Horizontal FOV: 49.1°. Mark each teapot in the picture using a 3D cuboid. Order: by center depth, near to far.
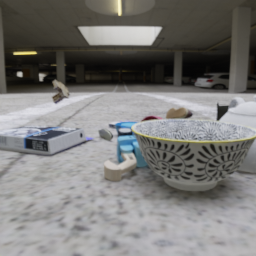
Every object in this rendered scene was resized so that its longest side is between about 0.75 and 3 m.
[{"bbox_3d":[3.813,0.040,8.362,2.779,2.030,2.743,8,13,42],"label":"teapot"}]

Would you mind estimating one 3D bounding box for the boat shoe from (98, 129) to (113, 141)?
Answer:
[{"bbox_3d":[-0.872,0.238,11.768,0.423,0.449,1.250,-9,11,-23],"label":"boat shoe"}]

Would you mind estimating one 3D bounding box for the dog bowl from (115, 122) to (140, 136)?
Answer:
[{"bbox_3d":[0.423,0.150,11.966,2.281,0.566,1.272,8,13,42],"label":"dog bowl"}]

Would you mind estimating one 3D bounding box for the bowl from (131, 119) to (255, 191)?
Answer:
[{"bbox_3d":[1.532,0.651,6.801,2.917,1.369,2.917,0,11,0],"label":"bowl"}]

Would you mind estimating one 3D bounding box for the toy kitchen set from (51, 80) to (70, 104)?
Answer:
[{"bbox_3d":[-2.855,-1.296,11.301,0.784,0.709,0.869,-32,-27,11],"label":"toy kitchen set"}]

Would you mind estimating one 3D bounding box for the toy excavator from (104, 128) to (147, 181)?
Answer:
[{"bbox_3d":[0.097,0.755,7.921,1.882,0.967,1.936,-4,20,-17],"label":"toy excavator"}]

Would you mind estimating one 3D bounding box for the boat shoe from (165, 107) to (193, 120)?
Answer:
[{"bbox_3d":[3.010,-0.761,16.717,0.730,0.811,2.254,23,-11,-19],"label":"boat shoe"}]

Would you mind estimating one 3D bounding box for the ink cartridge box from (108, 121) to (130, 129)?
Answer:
[{"bbox_3d":[-0.162,-0.134,14.361,1.235,0.270,1.246,-8,10,-36],"label":"ink cartridge box"}]

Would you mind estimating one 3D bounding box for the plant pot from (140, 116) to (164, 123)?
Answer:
[{"bbox_3d":[1.104,0.240,10.068,1.239,1.239,1.109,10,-2,44],"label":"plant pot"}]

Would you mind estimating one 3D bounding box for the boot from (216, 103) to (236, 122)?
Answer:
[{"bbox_3d":[4.279,-0.101,10.510,2.254,1.559,0.873,8,13,34],"label":"boot"}]

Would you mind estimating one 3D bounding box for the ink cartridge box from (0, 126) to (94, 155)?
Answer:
[{"bbox_3d":[-3.248,0.323,10.860,2.872,0.629,2.899,4,9,23],"label":"ink cartridge box"}]
